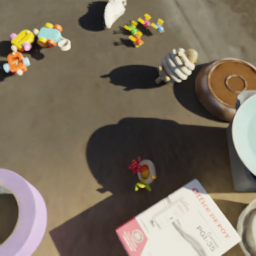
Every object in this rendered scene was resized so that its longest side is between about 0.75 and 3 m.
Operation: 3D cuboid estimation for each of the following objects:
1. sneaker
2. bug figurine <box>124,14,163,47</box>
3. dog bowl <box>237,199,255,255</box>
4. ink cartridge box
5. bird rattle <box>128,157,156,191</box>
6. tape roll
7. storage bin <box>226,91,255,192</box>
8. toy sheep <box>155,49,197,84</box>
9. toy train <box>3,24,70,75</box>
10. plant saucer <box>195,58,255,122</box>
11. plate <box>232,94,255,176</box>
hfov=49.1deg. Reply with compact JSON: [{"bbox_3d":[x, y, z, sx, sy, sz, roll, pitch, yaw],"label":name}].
[{"bbox_3d":[-0.609,-5.165,12.412,0.786,0.728,1.938,16,65,-2],"label":"sneaker"},{"bbox_3d":[0.655,-4.212,12.062,1.653,0.425,1.282,-32,62,-10],"label":"bug figurine"},{"bbox_3d":[4.216,3.130,8.200,2.163,0.634,2.163,3,65,-7],"label":"dog bowl"},{"bbox_3d":[1.352,3.101,8.042,2.830,1.171,2.073,-29,67,-13],"label":"ink cartridge box"},{"bbox_3d":[0.535,1.418,8.927,0.662,0.957,1.174,15,51,-31],"label":"bird rattle"},{"bbox_3d":[-3.952,2.715,8.229,2.818,1.197,2.818,0,64,1],"label":"tape roll"},{"bbox_3d":[4.249,0.637,8.790,2.177,2.009,2.991,2,65,0],"label":"storage bin"},{"bbox_3d":[1.757,-2.289,10.557,1.896,1.307,1.307,-30,61,28],"label":"toy sheep"},{"bbox_3d":[-3.729,-3.111,11.384,2.713,0.754,2.038,-24,67,-8],"label":"toy train"},{"bbox_3d":[3.996,-1.572,10.574,2.834,0.455,2.834,1,67,-3],"label":"plant saucer"},{"bbox_3d":[4.198,0.280,7.649,2.785,0.356,2.785,0,72,1],"label":"plate"}]
